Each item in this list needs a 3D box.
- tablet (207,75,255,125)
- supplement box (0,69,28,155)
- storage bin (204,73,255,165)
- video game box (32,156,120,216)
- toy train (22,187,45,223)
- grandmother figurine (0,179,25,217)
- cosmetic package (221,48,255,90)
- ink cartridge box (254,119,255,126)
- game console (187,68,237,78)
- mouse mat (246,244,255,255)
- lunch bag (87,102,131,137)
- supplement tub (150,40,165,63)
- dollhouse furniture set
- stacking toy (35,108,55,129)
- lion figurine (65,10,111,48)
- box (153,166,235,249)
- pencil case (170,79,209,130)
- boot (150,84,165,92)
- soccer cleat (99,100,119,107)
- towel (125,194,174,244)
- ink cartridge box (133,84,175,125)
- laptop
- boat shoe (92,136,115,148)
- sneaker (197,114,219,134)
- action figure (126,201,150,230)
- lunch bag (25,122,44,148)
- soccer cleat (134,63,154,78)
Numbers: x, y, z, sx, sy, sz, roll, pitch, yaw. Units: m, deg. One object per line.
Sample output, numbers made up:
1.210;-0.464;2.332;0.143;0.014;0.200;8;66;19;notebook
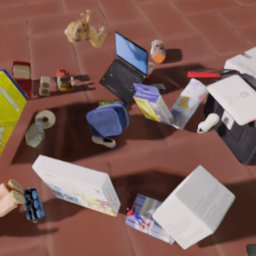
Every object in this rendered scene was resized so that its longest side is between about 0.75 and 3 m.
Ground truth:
3.768;-1.016;9.545;1.313;0.138;2.018;-22;51;-7;tablet
-4.956;-0.484;9.752;1.530;1.540;2.812;-9;46;19;supplement box
4.302;-0.389;10.477;1.400;2.019;2.987;-16;51;-14;storage bin
-1.463;1.776;8.400;2.232;2.033;0.522;12;54;19;video game box
-2.951;2.361;8.712;0.469;0.618;1.082;-14;90;-1;toy train
-4.331;2.590;8.255;2.618;0.793;1.588;-37;30;-3;grandmother figurine
5.443;-2.068;12.064;2.234;1.843;1.842;-26;54;-21;cosmetic package
4.947;-0.256;8.692;1.853;0.438;1.483;4;50;6;ink cartridge box
3.295;-2.153;11.061;1.435;0.252;1.623;14;24;39;game console
4.286;3.955;7.985;1.576;0.059;1.268;0;49;-1;mouse mat
-0.751;-0.323;10.778;1.567;1.064;1.037;-7;18;30;lunch bag
1.538;-3.922;14.452;0.715;0.715;1.167;-1;49;-1;supplement tub
-3.921;-2.123;12.852;2.686;1.092;1.446;1;46;-22;dollhouse furniture set
-3.517;-0.524;11.604;0.785;0.785;1.075;-20;34;-17;stacking toy
-1.389;-3.472;10.421;0.731;2.017;1.235;1;79;41;lion figurine
1.859;2.291;8.104;1.342;1.559;1.566;42;49;13;box
2.304;-0.899;10.939;0.848;0.925;2.039;39;101;28;pencil case
1.335;-1.801;12.874;0.767;0.282;0.367;-11;43;-11;boot
-0.745;-0.926;11.995;1.223;0.496;0.413;-6;28;-41;soccer cleat
0.833;2.826;8.881;1.607;0.191;1.180;18;50;15;towel
0.860;-0.896;10.613;0.371;1.579;1.560;-45;31;-14;ink cartridge box
-0.293;-2.565;12.144;2.046;1.192;2.308;41;100;29;laptop
-0.962;0.468;10.856;0.992;0.326;0.357;23;53;19;boat shoe
2.923;-0.092;10.249;0.400;1.026;0.510;38;46;2;sneaker
0.260;2.630;8.566;0.308;0.467;0.943;-14;26;-36;action figure
-3.540;0.234;10.742;0.797;0.486;0.679;-45;46;14;lunch bag
0.354;-2.577;13.290;2.127;0.737;0.825;-38;58;-25;soccer cleat
